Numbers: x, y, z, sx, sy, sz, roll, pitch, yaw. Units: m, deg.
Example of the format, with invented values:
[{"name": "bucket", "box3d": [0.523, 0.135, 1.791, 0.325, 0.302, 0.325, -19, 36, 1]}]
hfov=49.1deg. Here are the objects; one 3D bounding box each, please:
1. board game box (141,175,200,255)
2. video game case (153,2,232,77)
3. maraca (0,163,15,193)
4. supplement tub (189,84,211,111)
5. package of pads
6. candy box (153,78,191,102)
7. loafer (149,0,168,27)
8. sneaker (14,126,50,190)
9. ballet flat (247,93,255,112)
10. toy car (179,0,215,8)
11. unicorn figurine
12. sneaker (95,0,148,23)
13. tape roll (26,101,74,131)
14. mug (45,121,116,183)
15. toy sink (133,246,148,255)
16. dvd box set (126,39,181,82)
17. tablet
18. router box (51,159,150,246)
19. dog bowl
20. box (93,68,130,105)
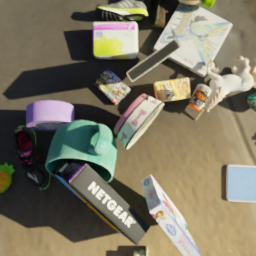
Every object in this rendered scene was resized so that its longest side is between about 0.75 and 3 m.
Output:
[{"name": "board game box", "box3d": [1.322, 2.869, 9.217, 0.455, 2.205, 2.210, -35, 104, 5]}, {"name": "video game case", "box3d": [2.620, -3.678, 11.358, 2.315, 0.279, 2.539, 29, 82, 3]}, {"name": "maraca", "box3d": [-4.733, 1.895, 10.551, 0.784, 0.612, 1.143, 16, 72, 13]}, {"name": "supplement tub", "box3d": [2.522, -1.067, 9.923, 0.521, 0.521, 0.850, 26, 91, 3]}, {"name": "package of pads", "box3d": [-0.516, -3.428, 11.124, 1.778, 0.606, 1.373, -1, 92, 1]}, {"name": "candy box", "box3d": [1.706, -1.448, 10.870, 1.336, 0.369, 0.771, -9, 93, -8]}, {"name": "loafer", "box3d": [1.295, -4.863, 11.465, 0.626, 0.641, 1.756, 15, 80, -31]}, {"name": "sneaker", "box3d": [-3.700, 1.136, 10.389, 0.980, 1.070, 2.553, -24, 83, -3]}, {"name": "ballet flat", "box3d": [5.708, -1.321, 10.964, 2.242, 0.832, 0.832, -26, 83, -1]}, {"name": "toy car", "box3d": [2.578, -6.128, 10.426, 2.018, 2.457, 1.938, 12, 56, -3]}, {"name": "unicorn figurine", "box3d": [3.682, -1.690, 10.699, 2.806, 1.036, 1.928, -15, 59, 19]}, {"name": "sneaker", "box3d": [-0.258, -4.819, 11.388, 2.119, 0.783, 0.857, 2, 75, -7]}, {"name": "tape roll", "box3d": [-2.840, -0.399, 10.244, 1.689, 1.689, 0.718, -3, 78, 0]}, {"name": "mug", "box3d": [-1.339, 0.752, 9.692, 2.770, 2.276, 1.713, -11, 53, 25]}, {"name": "toy sink", "box3d": [0.417, 4.792, 10.174, 0.504, 0.587, 0.900, 8, 84, 2]}, {"name": "dvd box set", "box3d": [0.811, -2.270, 9.689, 1.843, 2.520, 0.370, -34, 97, 8]}, {"name": "tablet", "box3d": [4.830, 2.160, 10.731, 2.106, 0.144, 1.370, 3, 83, 1]}, {"name": "router box", "box3d": [-0.946, 2.280, 9.008, 2.988, 2.228, 0.763, 48, 69, -18]}, {"name": "dog bowl", "box3d": [0.311, -0.273, 9.680, 0.759, 2.060, 2.060, 39, 84, 7]}, {"name": "box", "box3d": [-0.648, -1.645, 11.167, 0.858, 0.237, 1.257, -45, 85, -5]}]
